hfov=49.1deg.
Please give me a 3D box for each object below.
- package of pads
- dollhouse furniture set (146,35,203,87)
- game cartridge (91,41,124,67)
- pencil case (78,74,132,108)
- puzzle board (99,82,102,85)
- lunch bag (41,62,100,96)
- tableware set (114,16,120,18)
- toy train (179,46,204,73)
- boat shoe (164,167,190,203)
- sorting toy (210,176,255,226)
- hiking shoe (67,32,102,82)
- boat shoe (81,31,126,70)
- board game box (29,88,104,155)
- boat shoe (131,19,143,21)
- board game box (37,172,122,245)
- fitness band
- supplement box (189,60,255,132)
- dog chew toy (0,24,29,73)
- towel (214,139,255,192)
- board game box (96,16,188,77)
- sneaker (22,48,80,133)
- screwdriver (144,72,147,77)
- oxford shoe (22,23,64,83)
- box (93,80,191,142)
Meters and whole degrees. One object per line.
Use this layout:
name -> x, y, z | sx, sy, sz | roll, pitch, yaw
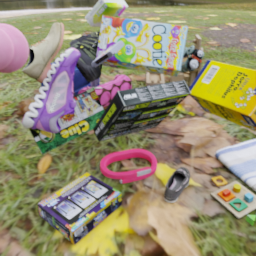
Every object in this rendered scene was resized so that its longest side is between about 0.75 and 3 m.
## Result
package of pads -> -0.937, -4.951, 12.030 | 1.290, 0.569, 1.670 | -34, -1, 36
dollhouse furniture set -> 2.456, -3.575, 15.225 | 2.910, 2.371, 2.767 | 1, 30, 2
game cartridge -> -0.511, -1.882, 7.121 | 0.920, 0.188, 0.612 | -16, 26, 50
pencil case -> -0.987, -1.681, 12.989 | 1.264, 1.304, 2.785 | 29, 40, 25
puzzle board -> -2.530, -2.408, 15.446 | 1.800, 0.157, 1.356 | 19, 36, 30
lunch bag -> -2.673, -2.075, 13.092 | 1.822, 1.871, 2.754 | 22, 38, 34
tableware set -> 0.402, -3.852, 12.423 | 2.829, 0.434, 1.906 | 18, 36, -52
toy train -> 2.998, -3.445, 14.564 | 0.956, 1.279, 2.244 | 24, -3, -23
boat shoe -> 1.479, 1.543, 8.212 | 0.530, 0.452, 1.586 | 14, 33, 23
sorting toy -> 3.030, 1.899, 7.773 | 1.119, 0.271, 1.988 | -16, 33, -25
hiking shoe -> -1.071, -2.559, 9.068 | 1.502, 1.130, 2.984 | -30, 36, 6
boat shoe -> -0.770, -3.235, 10.877 | 2.529, 0.934, 0.957 | 29, 69, 19
board game box -> -1.749, -0.233, 8.199 | 2.214, 1.160, 0.260 | -28, 14, -21
boat shoe -> 0.970, -4.442, 13.293 | 2.093, 0.725, 0.741 | 26, 0, -4
board game box -> -1.239, 2.019, 7.362 | 1.409, 0.483, 1.705 | 22, 36, 36
fitness band -> 0.030, 1.195, 8.988 | 1.857, 0.348, 1.334 | -9, 28, -17
supplement box -> 2.887, -0.864, 7.541 | 1.175, 1.182, 2.159 | 33, 0, -39
dog chew toy -> -3.036, -1.788, 6.297 | 1.149, 1.149, 1.845 | 3, 14, 5
towel -> 4.422, 1.299, 8.758 | 2.155, 0.349, 2.934 | -13, 32, -20
board game box -> 0.407, -2.292, 8.066 | 2.324, 1.197, 1.219 | 9, 3, 6
sneaker -> -1.682, -0.841, 7.019 | 1.018, 2.303, 0.926 | 28, 3, -9
screwdriver -> 0.907, -2.590, 11.074 | 0.207, 1.425, 0.199 | 41, 43, 8
oxford shoe -> -3.410, -3.230, 11.391 | 0.997, 2.701, 0.956 | 26, -15, -34
box -> 0.289, -0.396, 6.975 | 1.929, 1.863, 0.458 | -14, 68, -29
